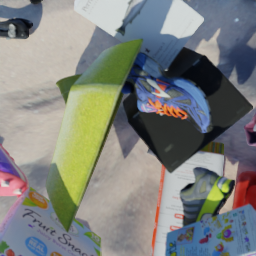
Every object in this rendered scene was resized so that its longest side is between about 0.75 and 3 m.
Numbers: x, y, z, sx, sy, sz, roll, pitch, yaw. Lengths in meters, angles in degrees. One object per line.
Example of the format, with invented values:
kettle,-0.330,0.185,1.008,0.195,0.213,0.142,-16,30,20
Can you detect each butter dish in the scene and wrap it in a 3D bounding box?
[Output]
butter dish,3.738,2.359,6.140,2.573,1.907,2.580,10,79,10

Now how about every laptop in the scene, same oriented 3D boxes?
laptop,1.058,-0.514,5.983,1.982,1.227,2.116,-41,77,11

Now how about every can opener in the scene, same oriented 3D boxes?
can opener,-3.957,-3.035,8.579,1.988,0.782,0.630,2,113,4

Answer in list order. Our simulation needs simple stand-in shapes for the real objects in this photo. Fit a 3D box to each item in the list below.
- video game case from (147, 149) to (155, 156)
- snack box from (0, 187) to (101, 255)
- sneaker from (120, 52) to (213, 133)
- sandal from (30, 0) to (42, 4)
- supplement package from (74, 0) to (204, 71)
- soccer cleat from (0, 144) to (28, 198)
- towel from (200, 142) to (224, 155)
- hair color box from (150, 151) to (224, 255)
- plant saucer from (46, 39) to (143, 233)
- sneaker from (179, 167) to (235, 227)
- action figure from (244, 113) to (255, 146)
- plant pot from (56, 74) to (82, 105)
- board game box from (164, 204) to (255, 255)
video game case,1.218,0.544,7.732,1.166,0.111,0.833,23,75,6
snack box,-1.322,2.250,4.464,1.878,2.641,0.700,42,96,-13
sneaker,0.595,-0.504,4.913,0.822,0.789,2.095,-45,55,-7
sandal,-2.820,-4.527,9.088,0.448,0.269,1.194,30,76,8
supplement package,0.172,-2.473,5.863,2.258,1.324,1.320,27,114,-24
soccer cleat,-2.504,0.491,4.946,0.988,2.961,1.132,-7,63,1
towel,2.038,0.578,7.644,1.158,0.105,0.498,8,76,-5
hair color box,1.415,1.962,6.847,1.425,0.860,2.807,10,78,3
plant saucer,-0.614,-0.125,4.870,0.645,2.693,2.689,21,30,-3
sneaker,1.202,1.373,4.924,0.701,1.733,0.640,39,35,29
action figure,3.114,0.017,4.737,1.914,2.857,2.127,-8,65,45
plant pot,-1.139,-0.630,7.556,1.397,1.397,1.327,-9,87,-3
board game box,1.322,1.836,4.058,1.444,0.757,0.744,-32,112,30
